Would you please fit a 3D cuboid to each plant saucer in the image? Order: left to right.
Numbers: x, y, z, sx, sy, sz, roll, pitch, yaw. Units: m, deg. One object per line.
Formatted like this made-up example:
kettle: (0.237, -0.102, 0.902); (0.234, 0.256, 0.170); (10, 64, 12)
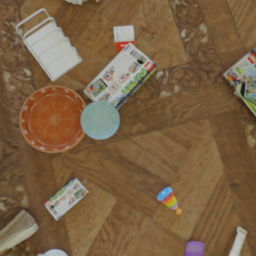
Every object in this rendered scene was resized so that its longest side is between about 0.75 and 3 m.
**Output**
plant saucer: (-2.885, -0.327, 11.061); (2.660, 0.429, 2.660); (0, 81, -2)
plant saucer: (-1.058, -0.278, 10.657); (1.464, 0.282, 1.464); (0, 84, -1)

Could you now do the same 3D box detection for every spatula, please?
spatula: (2.299, 5.313, 10.232); (0.639, 0.232, 2.261); (10, 81, 3)

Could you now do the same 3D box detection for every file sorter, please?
file sorter: (-3.159, -3.320, 11.148); (1.515, 1.359, 2.183); (-36, 82, -6)

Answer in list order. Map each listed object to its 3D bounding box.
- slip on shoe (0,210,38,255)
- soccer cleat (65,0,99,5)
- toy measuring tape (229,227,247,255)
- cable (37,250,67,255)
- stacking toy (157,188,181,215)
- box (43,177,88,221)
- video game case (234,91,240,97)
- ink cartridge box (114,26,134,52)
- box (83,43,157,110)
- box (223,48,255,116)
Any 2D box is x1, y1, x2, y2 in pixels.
slip on shoe: (-4.726, 4.072, 9.920); (2.966, 1.128, 0.899); (-31, 92, -9)
soccer cleat: (-2.502, -5.747, 11.755); (2.784, 0.973, 1.202); (-6, 81, -1)
toy measuring tape: (3.488, 5.020, 10.104); (1.086, 1.086, 2.951); (31, 59, 5)
cable: (-2.698, 5.064, 10.190); (1.163, 0.403, 1.163); (-10, 81, -3)
stacking toy: (1.649, 2.837, 10.552); (0.619, 0.585, 1.066); (-40, 93, -2)
box: (-2.361, 2.671, 10.665); (1.527, 0.265, 0.840); (-40, 83, -6)
video game case: (4.861, -1.416, 11.466); (0.857, 0.077, 0.614); (36, 81, 6)
ink cartridge box: (-0.161, -3.758, 11.789); (0.830, 0.291, 1.021); (-5, 77, -1)
box: (-0.309, -1.950, 11.337); (1.517, 0.478, 2.756); (42, 83, 6)
box: (5.131, -1.434, 10.644); (0.494, 1.566, 2.845); (-27, 78, -41)
